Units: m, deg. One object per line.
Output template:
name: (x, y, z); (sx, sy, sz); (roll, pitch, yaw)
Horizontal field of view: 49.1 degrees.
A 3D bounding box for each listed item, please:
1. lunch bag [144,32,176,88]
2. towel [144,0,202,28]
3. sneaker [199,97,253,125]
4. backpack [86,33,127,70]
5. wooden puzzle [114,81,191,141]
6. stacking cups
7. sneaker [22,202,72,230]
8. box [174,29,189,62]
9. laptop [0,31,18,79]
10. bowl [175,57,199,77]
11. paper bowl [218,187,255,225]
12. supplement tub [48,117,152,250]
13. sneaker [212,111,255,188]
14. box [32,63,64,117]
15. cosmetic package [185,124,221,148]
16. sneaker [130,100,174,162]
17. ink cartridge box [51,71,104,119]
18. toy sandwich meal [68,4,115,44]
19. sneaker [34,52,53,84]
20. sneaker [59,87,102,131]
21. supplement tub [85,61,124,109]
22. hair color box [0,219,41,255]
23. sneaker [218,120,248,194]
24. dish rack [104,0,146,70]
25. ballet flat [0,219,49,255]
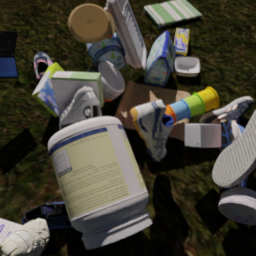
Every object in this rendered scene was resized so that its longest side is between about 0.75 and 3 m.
lunch bag: (1.325, -2.744, 11.256); (1.098, 1.723, 1.465); (10, 57, 1)
towel: (2.334, -6.148, 14.938); (2.512, 0.294, 1.916); (-19, 55, -15)
sneaker: (3.727, -0.352, 10.120); (2.134, 0.837, 0.847); (-25, 51, -5)
backpack: (-0.784, -2.874, 10.670); (1.409, 1.540, 1.131); (-25, 50, 12)
wooden puzzle: (0.999, -0.662, 10.525); (2.621, 0.488, 2.424); (15, 50, 5)
stacking cups: (1.725, -0.553, 9.489); (2.729, 0.826, 0.826); (-22, 55, -13)
sneaker: (-1.998, 2.452, 7.980); (1.955, 0.762, 0.686); (-13, 53, -10)
box: (2.420, -3.819, 12.937); (0.635, 0.582, 1.811); (9, 53, 7)
laptop: (-4.396, -2.471, 9.514); (1.299, 1.466, 0.757); (-11, 54, -38)
bowl: (2.527, -2.591, 12.114); (1.038, 0.387, 1.036); (6, 52, 3)
paper bowl: (3.094, 2.058, 7.528); (1.203, 1.203, 0.626); (19, 56, 14)
supplement tub: (-0.723, 1.398, 7.407); (2.114, 2.114, 2.916); (-18, 77, -13)
sneaker: (3.496, 0.711, 7.670); (2.573, 1.345, 0.968); (-55, 36, 3)
box: (-2.757, -1.373, 10.551); (0.481, 1.231, 2.019); (-20, 39, 30)
cosmetic package: (2.206, 0.229, 8.277); (0.820, 0.686, 0.682); (0, 91, -29)
sneaker: (0.911, 0.164, 8.111); (1.044, 2.368, 0.891); (-24, 51, 5)
ink cartridge box: (-1.560, -0.754, 9.107); (1.517, 2.085, 0.500); (4, 35, 11)
toy sandwich meal: (-1.184, -3.309, 9.055); (1.513, 0.518, 1.513); (1, 80, -6)
sneaker: (-3.538, -2.615, 11.744); (0.838, 0.979, 2.388); (-18, 55, -12)
sneaker: (-1.407, -0.205, 8.449); (0.723, 1.928, 1.113); (-10, 53, -45)
supplement tub: (-1.280, -1.260, 9.876); (2.161, 1.324, 1.324); (-31, 42, 34)
hair color box: (-3.574, 3.152, 7.447); (2.391, 0.775, 1.307); (12, 53, 11)
sneaker: (3.512, 1.073, 8.852); (1.081, 1.063, 2.808); (17, 64, -13)
dish rack: (-0.082, -3.748, 10.555); (0.636, 2.920, 2.506); (-17, 33, 16)
ballet flat: (-2.959, 3.157, 6.539); (0.936, 0.936, 2.608); (37, 63, 25)
